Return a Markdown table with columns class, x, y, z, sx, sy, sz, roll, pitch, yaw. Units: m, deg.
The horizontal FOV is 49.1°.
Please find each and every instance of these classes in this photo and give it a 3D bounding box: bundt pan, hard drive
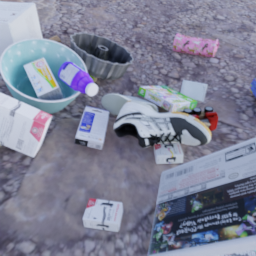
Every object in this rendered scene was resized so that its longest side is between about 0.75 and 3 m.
| class | x | y | z | sx | sy | sz | roll | pitch | yaw |
| --- | --- | --- | --- | --- | --- | --- | --- | --- | --- |
| bundt pan | -1.184 | -2.816 | 11.369 | 2.664 | 1.000 | 2.664 | 18 | 33 | -12 |
| hard drive | 2.432 | -1.390 | 10.475 | 0.971 | 0.640 | 0.130 | 20 | 15 | 38 |

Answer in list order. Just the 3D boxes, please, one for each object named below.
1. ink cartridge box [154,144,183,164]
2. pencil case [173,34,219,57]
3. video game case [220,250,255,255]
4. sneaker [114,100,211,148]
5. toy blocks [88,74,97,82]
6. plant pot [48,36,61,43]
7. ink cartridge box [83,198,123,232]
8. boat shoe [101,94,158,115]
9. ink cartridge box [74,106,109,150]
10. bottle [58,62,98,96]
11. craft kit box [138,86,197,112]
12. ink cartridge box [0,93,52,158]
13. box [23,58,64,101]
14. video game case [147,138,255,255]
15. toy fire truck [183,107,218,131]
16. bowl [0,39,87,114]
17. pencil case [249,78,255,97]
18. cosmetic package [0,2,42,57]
| class | x | y | z | sx | sy | sz | roll | pitch | yaw |
| --- | --- | --- | --- | --- | --- | --- | --- | --- | --- |
| ink cartridge box | 1.182 | 0.751 | 8.234 | 0.779 | 0.323 | 0.568 | -2 | 34 | -2 |
| pencil case | 3.252 | -3.993 | 13.546 | 2.136 | 0.924 | 0.884 | 16 | -2 | 18 |
| video game case | 2.497 | 2.586 | 6.197 | 1.279 | 0.156 | 1.789 | 3 | 40 | 4 |
| sneaker | 0.899 | 0.170 | 8.234 | 2.902 | 1.098 | 1.272 | 16 | 56 | 29 |
| toy blocks | -2.338 | -1.896 | 11.200 | 1.451 | 0.632 | 1.741 | 28 | 49 | 28 |
| plant pot | -3.442 | -2.807 | 11.682 | 2.085 | 0.962 | 2.085 | -37 | 14 | 11 |
| ink cartridge box | -0.583 | 2.068 | 6.664 | 0.838 | 0.351 | 0.604 | 6 | 40 | 7 |
| boat shoe | 0.081 | -0.753 | 9.863 | 2.015 | 0.703 | 0.718 | 14 | 13 | 10 |
| ink cartridge box | -1.098 | -0.047 | 8.796 | 0.826 | 0.323 | 1.743 | 13 | 38 | -5 |
| bottle | -1.598 | -1.544 | 8.989 | 1.679 | 0.701 | 0.548 | 37 | 9 | 36 |
| craft kit box | 1.420 | -1.065 | 10.019 | 1.557 | 0.382 | 1.577 | 36 | 30 | 32 |
| ink cartridge box | -3.259 | -0.087 | 8.078 | 1.713 | 1.247 | 0.726 | 24 | 26 | -9 |
| box | -2.917 | -1.552 | 9.720 | 0.763 | 0.846 | 1.505 | -26 | 64 | -12 |
| video game case | 1.773 | 1.526 | 6.042 | 2.785 | 0.325 | 2.532 | -26 | 26 | 31 |
| toy fire truck | 2.382 | -0.176 | 8.893 | 1.123 | 0.821 | 1.276 | -5 | 34 | -7 |
| bowl | -2.944 | -1.595 | 9.778 | 2.817 | 1.473 | 2.817 | 11 | 54 | -16 |
| pencil case | 5.186 | -0.975 | 9.775 | 1.112 | 0.999 | 2.561 | 16 | 35 | -18 |
| cosmetic package | -5.487 | -4.142 | 12.622 | 2.253 | 2.240 | 2.693 | 5 | 41 | 6 |
